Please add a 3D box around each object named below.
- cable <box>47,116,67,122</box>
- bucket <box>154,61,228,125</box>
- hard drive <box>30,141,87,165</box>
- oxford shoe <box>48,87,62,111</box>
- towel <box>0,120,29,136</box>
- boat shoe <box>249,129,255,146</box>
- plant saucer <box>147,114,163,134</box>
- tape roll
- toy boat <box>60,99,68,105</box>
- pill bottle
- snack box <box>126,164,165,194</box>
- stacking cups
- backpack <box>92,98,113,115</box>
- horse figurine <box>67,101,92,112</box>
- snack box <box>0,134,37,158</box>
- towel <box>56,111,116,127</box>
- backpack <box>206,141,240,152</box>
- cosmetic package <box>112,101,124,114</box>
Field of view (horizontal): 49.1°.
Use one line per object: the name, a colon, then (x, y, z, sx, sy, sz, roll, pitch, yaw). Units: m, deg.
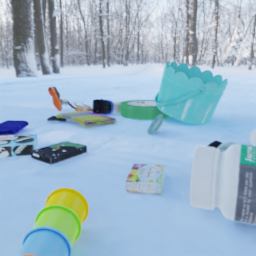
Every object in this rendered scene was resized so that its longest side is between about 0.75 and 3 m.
cable: (-3.242, -0.375, 12.717, 0.743, 0.231, 0.911, 11, 9, 18)
bucket: (2.755, -1.610, 12.625, 3.082, 2.005, 3.082, 13, 23, -6)
hard drive: (-1.992, 0.702, 8.152, 0.939, 0.254, 1.344, 10, 17, 35)
oxford shoe: (-3.890, -1.624, 15.432, 0.511, 1.434, 0.523, -18, 5, 34)
towel: (-4.561, 0.033, 10.787, 1.023, 0.343, 1.386, 2, 16, 3)
boat shoe: (4.551, 0.235, 8.936, 2.294, 0.823, 0.777, -4, 14, -27)
plant saucer: (1.067, -0.107, 10.638, 0.162, 0.903, 0.903, 35, 8, -12)
tape roll: (0.914, -0.953, 14.218, 2.633, 0.633, 2.633, 1, 14, 0)
toy boat: (-4.158, -1.622, 17.707, 0.682, 0.377, 0.811, 5, 6, 2)
pill bottle: (2.298, 0.978, 4.720, 2.327, 1.316, 1.316, 5, 14, 20)
snack box: (0.416, 1.120, 6.331, 0.772, 0.287, 1.085, 3, 13, 10)
stacking cups: (-1.096, 1.584, 3.414, 0.747, 0.747, 2.470, 1, 13, 5)
backpack: (-1.250, -1.106, 14.451, 1.016, 0.825, 0.852, 2, 11, 12)
horse figurine: (-2.497, -1.109, 15.150, 1.616, 0.403, 1.071, 0, 28, -38)
snack box: (-3.876, 0.555, 8.484, 2.084, 0.387, 1.211, -4, 14, -14)
towel: (-1.911, -0.436, 12.585, 2.459, 0.280, 1.766, 14, 16, 43)
backpack: (2.342, 0.817, 5.957, 1.460, 0.924, 1.218, 22, 19, 27)
cosmetic package: (-0.414, -1.135, 15.251, 0.712, 0.503, 1.376, 12, 19, 42)
